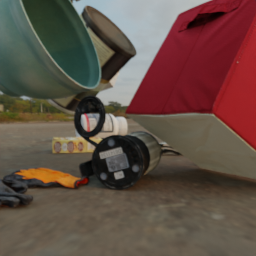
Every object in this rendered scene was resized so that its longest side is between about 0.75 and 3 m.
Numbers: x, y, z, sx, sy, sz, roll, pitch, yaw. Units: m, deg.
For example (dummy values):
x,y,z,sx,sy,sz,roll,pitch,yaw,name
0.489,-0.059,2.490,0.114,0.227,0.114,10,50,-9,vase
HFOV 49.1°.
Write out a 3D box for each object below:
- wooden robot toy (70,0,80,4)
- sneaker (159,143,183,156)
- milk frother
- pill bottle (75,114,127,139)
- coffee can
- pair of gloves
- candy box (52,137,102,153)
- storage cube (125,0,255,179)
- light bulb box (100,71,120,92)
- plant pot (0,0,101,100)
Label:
x,y,z,sx,sy,sz,roll,pitch,yaw,name
-1.374,-3.167,6.766,0.518,1.141,0.503,25,26,7,wooden robot toy
1.437,0.659,9.349,1.335,0.492,0.534,1,1,8,sneaker
-0.199,0.223,5.602,1.488,1.649,1.551,2,2,17,milk frother
-1.323,0.006,14.009,2.347,1.403,1.403,-1,2,-27,pill bottle
-1.257,-1.857,7.994,2.489,1.822,1.822,-42,-17,23,coffee can
-1.883,0.966,4.846,1.785,0.248,2.003,1,4,27,pair of gloves
-1.865,0.613,10.227,1.743,0.482,1.006,0,3,-13,candy box
2.073,-0.717,5.591,2.992,2.689,2.557,35,-15,-26,storage cube
-1.122,-2.460,10.629,0.979,1.569,1.555,-12,-48,30,light bulb box
-1.951,-1.621,5.736,1.709,2.550,2.550,-23,-5,18,plant pot
